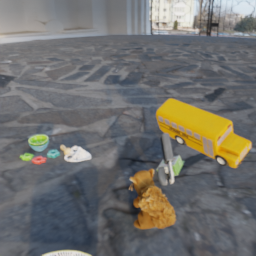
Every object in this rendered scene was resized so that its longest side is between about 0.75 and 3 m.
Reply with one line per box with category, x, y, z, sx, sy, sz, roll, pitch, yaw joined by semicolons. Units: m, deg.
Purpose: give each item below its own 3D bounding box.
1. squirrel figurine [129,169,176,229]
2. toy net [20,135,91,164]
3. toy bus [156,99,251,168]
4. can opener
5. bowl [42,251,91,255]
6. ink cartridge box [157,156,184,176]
squirrel figurine;0.598;1.762;7.079;1.057;1.394;1.493;-15;-4;-15
toy net;-2.718;0.890;10.642;2.604;0.503;1.366;7;26;13
toy bus;2.066;0.084;7.933;0.847;1.019;2.603;-42;46;-21
can opener;0.740;0.639;5.771;0.360;0.287;1.078;-3;64;-7
bowl;-1.220;3.333;4.807;2.145;1.006;2.145;-2;26;1
ink cartridge box;1.433;1.234;9.328;0.621;0.355;1.197;-18;8;26
